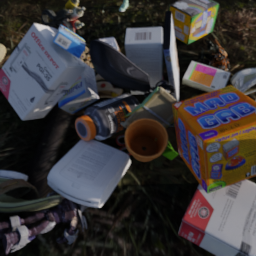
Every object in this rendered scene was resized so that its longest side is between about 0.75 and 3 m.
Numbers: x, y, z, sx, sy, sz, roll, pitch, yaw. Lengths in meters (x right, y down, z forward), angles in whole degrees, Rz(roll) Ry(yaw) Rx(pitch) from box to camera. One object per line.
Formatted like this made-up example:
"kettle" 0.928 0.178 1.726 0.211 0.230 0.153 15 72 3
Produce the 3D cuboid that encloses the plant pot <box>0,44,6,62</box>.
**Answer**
"plant pot" -5.686 -3.163 11.918 0.942 0.942 1.006 11 38 9

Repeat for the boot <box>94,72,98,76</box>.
"boot" -1.873 -2.024 11.166 1.010 0.459 1.202 33 64 19

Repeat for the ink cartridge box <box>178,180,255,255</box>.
"ink cartridge box" 2.885 2.407 7.108 2.623 1.087 1.925 24 55 21

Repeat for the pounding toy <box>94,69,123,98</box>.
"pounding toy" -1.037 -1.603 10.428 1.723 0.988 0.985 19 63 14

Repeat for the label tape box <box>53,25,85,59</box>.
"label tape box" -1.756 -2.615 8.408 0.868 0.401 1.212 29 19 -24

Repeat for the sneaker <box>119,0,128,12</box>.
"sneaker" -0.256 -6.520 14.835 0.298 0.478 0.811 20 55 14

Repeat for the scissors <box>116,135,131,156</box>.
"scissors" 0.539 0.260 9.194 2.043 0.142 0.747 -24 69 -15

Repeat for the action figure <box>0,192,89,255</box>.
"action figure" -2.090 2.397 7.331 2.346 0.814 1.527 -13 40 -31

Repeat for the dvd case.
"dvd case" 1.552 -2.377 9.841 0.236 2.694 1.922 -2 54 15

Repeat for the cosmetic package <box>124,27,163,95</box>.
"cosmetic package" 0.601 -2.212 9.618 1.191 2.349 0.837 0 55 6

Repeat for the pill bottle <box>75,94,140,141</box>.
"pill bottle" -0.646 -0.300 8.977 2.112 1.122 1.122 -27 54 -38

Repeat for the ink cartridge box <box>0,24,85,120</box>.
"ink cartridge box" -2.944 -1.786 9.226 1.891 2.581 1.068 52 25 10

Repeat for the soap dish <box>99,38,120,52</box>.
"soap dish" -0.882 -3.518 12.409 0.846 0.437 1.076 -11 52 -9

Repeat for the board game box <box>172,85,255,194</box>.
"board game box" 2.322 0.234 7.120 1.726 1.724 1.724 -18 35 -6

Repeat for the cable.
"cable" -2.240 -3.645 9.601 0.621 1.199 2.469 -14 17 -34

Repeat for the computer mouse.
"computer mouse" -0.088 -1.525 8.416 2.835 1.963 0.747 34 83 -9

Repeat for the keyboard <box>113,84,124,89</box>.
"keyboard" -0.427 -1.961 9.598 0.169 1.314 0.789 -28 23 -22

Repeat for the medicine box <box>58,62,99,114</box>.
"medicine box" -1.833 -1.422 10.005 1.274 0.720 1.398 -26 59 24

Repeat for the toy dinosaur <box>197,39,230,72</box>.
"toy dinosaur" 3.706 -3.017 11.872 1.295 0.974 1.908 17 34 -16

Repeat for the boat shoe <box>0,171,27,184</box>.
"boat shoe" -3.867 1.599 8.192 1.882 0.678 0.584 -1 66 10

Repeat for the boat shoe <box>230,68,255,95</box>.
"boat shoe" 5.406 -1.894 10.775 2.751 1.014 0.882 -12 58 -5

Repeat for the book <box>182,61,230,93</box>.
"book" 3.085 -1.984 11.067 1.590 0.382 1.062 22 67 15

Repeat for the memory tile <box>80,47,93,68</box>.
"memory tile" -1.729 -2.870 11.340 1.106 0.848 0.093 4 37 -35

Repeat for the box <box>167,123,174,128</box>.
"box" 0.907 -0.367 8.629 1.012 0.714 0.399 -3 44 18

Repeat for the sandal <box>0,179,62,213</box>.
"sandal" -3.144 1.729 7.351 2.887 1.146 0.824 2 79 16

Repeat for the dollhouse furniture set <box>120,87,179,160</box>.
"dollhouse furniture set" 0.920 -0.314 8.206 1.516 2.315 1.162 -44 36 16

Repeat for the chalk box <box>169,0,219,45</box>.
"chalk box" 3.172 -5.204 13.165 2.309 1.429 1.436 -31 56 -24

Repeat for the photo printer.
"photo printer" -1.095 1.258 7.942 1.746 0.729 2.099 20 34 13

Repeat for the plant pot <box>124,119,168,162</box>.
"plant pot" 0.425 0.398 7.070 1.055 0.739 1.055 1 62 -2
